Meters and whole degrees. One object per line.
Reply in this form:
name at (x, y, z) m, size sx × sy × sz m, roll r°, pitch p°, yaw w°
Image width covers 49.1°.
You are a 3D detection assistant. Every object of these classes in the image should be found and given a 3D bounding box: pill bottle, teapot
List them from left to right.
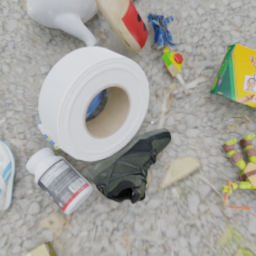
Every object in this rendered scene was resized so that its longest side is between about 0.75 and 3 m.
pill bottle at (-1.911, 1.430, 7.769) m, size 1.758 × 1.018 × 1.018 m, roll 42°, pitch 79°, yaw 11°
teapot at (-1.732, -4.412, 8.776) m, size 2.169 × 2.932 × 2.971 m, roll 10°, pitch 114°, yaw -34°

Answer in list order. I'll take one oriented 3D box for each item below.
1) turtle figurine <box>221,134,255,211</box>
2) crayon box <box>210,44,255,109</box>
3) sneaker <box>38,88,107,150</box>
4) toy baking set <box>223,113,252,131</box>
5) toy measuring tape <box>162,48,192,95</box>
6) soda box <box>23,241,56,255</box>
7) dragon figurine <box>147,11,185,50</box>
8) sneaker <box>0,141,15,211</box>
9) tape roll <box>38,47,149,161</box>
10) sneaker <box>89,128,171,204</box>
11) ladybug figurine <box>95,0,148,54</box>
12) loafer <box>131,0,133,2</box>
turtle figurine at (3.616, 1.202, 7.957) m, size 2.437 × 0.785 × 1.966 m, roll -17°, pitch 68°, yaw 2°
crayon box at (3.883, -1.297, 8.178) m, size 2.509 × 0.731 × 1.490 m, roll 19°, pitch 100°, yaw -1°
sneaker at (-1.595, -0.553, 8.251) m, size 1.014 × 0.912 × 2.467 m, roll 42°, pitch 77°, yaw -9°
toy baking set at (3.256, -0.224, 8.400) m, size 0.684 × 0.104 × 0.891 m, roll -21°, pitch 39°, yaw 4°
toy measuring tape at (1.634, -1.841, 8.905) m, size 0.603 × 0.603 × 1.639 m, roll -33°, pitch 92°, yaw -8°
soda box at (-1.996, 4.008, 7.279) m, size 0.641 × 0.606 × 1.892 m, roll -28°, pitch 76°, yaw -8°
dragon figurine at (1.065, -3.069, 8.713) m, size 0.662 × 2.249 × 1.118 m, roll -11°, pitch 113°, yaw -5°
sneaker at (-3.648, 1.321, 7.577) m, size 0.778 × 0.821 × 2.033 m, roll 1°, pitch 92°, yaw 26°
tape roll at (-0.809, -0.576, 7.324) m, size 2.880 × 2.880 × 1.007 m, roll -47°, pitch 50°, yaw -11°
sneaker at (0.382, 1.095, 7.591) m, size 2.601 × 0.994 × 1.490 m, roll -32°, pitch 52°, yaw -18°
ladybug figurine at (-0.074, -3.074, 8.059) m, size 0.837 × 2.326 × 1.579 m, roll -32°, pitch 60°, yaw 11°
loafer at (-0.056, -4.553, 9.595) m, size 0.634 × 0.633 × 1.813 m, roll 39°, pitch 78°, yaw 10°
